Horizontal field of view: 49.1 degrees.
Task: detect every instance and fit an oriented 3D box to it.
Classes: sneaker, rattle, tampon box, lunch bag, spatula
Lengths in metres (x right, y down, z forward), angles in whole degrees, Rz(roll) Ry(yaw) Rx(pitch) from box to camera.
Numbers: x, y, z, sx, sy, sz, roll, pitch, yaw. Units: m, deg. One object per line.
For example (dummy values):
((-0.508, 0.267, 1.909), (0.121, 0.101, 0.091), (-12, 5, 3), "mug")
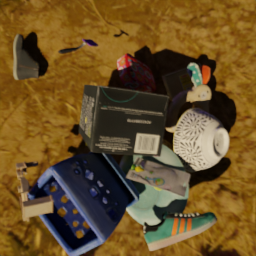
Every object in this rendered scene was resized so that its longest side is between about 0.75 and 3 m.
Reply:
((1.483, 2.764, 8.145), (2.178, 0.777, 0.870), (-20, 72, -6), "sneaker")
((2.624, -0.830, 9.809), (1.856, 2.037, 2.852), (27, 94, -14), "rattle")
((-0.302, -0.349, 8.924), (2.130, 2.842, 1.794), (6, 98, -16), "tampon box")
((-4.045, -2.845, 11.322), (0.989, 0.696, 1.862), (-1, 86, -6), "sneaker")
((0.304, -2.068, 10.662), (0.669, 1.634, 1.439), (-30, 57, 32), "lunch bag")
((-1.648, -2.691, 9.310), (0.477, 0.173, 1.688), (40, 47, 17), "spatula")

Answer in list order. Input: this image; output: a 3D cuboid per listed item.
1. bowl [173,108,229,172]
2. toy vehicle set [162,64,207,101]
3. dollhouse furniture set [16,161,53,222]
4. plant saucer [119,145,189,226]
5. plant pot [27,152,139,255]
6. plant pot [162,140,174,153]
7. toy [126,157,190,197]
((2.636, 0.460, 9.332), (2.242, 1.052, 2.242), (-5, 97, -40), "bowl")
((2.197, -1.758, 10.768), (1.622, 0.215, 1.008), (-20, 95, -14), "toy vehicle set")
((-2.806, 1.868, 8.299), (0.779, 0.912, 1.760), (-6, 38, -26), "dollhouse furniture set")
((0.573, 1.933, 9.402), (2.968, 0.571, 2.968), (0, 90, 39), "plant saucer")
((-1.307, 2.169, 8.885), (2.521, 2.522, 2.267), (52, 44, 5), "plant pot")
((1.085, 1.374, 9.705), (1.756, 1.246, 1.756), (-4, 107, -14), "plant pot")
((0.895, 1.540, 8.416), (1.739, 0.411, 1.001), (19, 38, 11), "toy")
